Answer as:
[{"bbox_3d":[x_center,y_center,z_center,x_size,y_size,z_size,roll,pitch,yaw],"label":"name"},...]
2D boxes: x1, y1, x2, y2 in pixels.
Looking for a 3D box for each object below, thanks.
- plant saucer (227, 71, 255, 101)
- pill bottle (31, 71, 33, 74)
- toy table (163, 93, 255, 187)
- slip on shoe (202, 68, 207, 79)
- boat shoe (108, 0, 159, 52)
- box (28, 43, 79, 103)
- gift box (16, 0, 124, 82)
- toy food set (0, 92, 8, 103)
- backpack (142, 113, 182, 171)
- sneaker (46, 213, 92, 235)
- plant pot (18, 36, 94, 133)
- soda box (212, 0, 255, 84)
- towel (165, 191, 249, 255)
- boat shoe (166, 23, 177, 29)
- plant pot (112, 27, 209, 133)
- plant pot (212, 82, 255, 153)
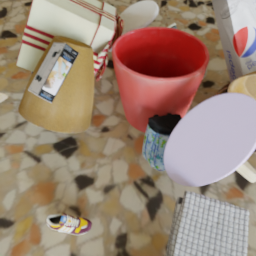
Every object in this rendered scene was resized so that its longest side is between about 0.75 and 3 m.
[{"bbox_3d":[3.106,-0.627,5.655,2.073,2.073,0.367,22,77,17],"label":"plant saucer"},{"bbox_3d":[-2.784,-1.730,9.394,0.796,0.796,1.434,-18,54,-14],"label":"pill bottle"},{"bbox_3d":[2.006,0.326,6.221,1.368,2.336,2.147,5,55,-55],"label":"toy table"},{"bbox_3d":[1.333,-2.157,9.672,2.681,0.993,0.820,8,30,4],"label":"slip on shoe"},{"bbox_3d":[0.063,-3.462,9.888,2.528,0.866,0.910,-34,72,26],"label":"boat shoe"},{"bbox_3d":[-1.590,-1.179,5.918,0.703,0.363,1.206,24,85,52],"label":"box"},{"bbox_3d":[-1.669,-2.513,8.331,2.486,2.457,2.663,19,41,-17],"label":"gift box"},{"bbox_3d":[-4.675,-1.276,7.174,1.557,2.646,0.864,-42,53,-3],"label":"toy food set"},{"bbox_3d":[0.887,0.429,7.181,1.110,1.361,1.046,-6,48,-34],"label":"backpack"},{"bbox_3d":[-1.359,2.191,6.421,1.051,0.474,0.394,1,51,1],"label":"sneaker"},{"bbox_3d":[-1.665,-1.217,7.234,1.920,2.060,1.920,16,21,-6],"label":"plant pot"},{"bbox_3d":[2.537,-2.017,6.211,0.714,2.251,0.768,-23,25,0],"label":"soda box"},{"bbox_3d":[1.492,2.224,5.449,1.399,0.723,1.689,15,58,6],"label":"towel"},{"bbox_3d":[1.304,-3.329,10.907,0.733,0.864,2.372,54,50,-14],"label":"boat shoe"},{"bbox_3d":[0.824,-1.227,7.954,2.575,2.279,2.575,0,46,0],"label":"plant pot"},{"bbox_3d":[3.548,-0.748,8.038,2.048,2.048,2.191,25,43,19],"label":"plant pot"}]
